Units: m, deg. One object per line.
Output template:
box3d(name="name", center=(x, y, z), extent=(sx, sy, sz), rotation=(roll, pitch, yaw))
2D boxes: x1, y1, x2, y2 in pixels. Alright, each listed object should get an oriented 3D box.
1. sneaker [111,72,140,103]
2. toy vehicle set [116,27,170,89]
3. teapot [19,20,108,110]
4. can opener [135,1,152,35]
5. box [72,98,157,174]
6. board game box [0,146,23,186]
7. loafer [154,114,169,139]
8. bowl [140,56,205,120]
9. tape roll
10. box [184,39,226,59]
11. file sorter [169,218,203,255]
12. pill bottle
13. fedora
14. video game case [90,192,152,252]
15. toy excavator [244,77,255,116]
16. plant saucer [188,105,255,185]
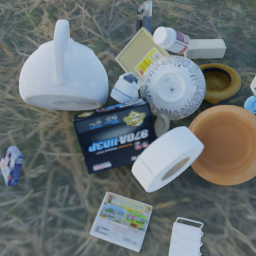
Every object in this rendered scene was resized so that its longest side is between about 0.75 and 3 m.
box3d(name="sneaker", center=(0.069, -1.262, 8.662), extent=(0.843, 0.817, 2.308), rotation=(33, 13, -5))
box3d(name="toy vehicle set", center=(0.741, -2.086, 9.518), extent=(1.471, 0.314, 2.368), rotation=(-44, 68, 21))
box3d(name="teapot", center=(-1.843, -1.704, 8.289), extent=(2.781, 2.745, 2.031), rotation=(-3, 83, 38))
box3d(name="can opener", center=(0.737, -4.169, 11.531), extent=(0.645, 0.809, 2.418), rotation=(-12, 63, 35))
box3d(name="box", center=(-0.301, 0.227, 7.701), extent=(2.078, 1.652, 0.478), rotation=(-14, 19, -3))
box3d(name="board game box", center=(-3.175, 0.957, 7.531), extent=(0.268, 0.867, 0.867), rotation=(6, 17, -43))
box3d(name="loafer", center=(0.888, 0.106, 8.164), extent=(0.399, 1.053, 0.360), rotation=(29, 28, 34))
box3d(name="bowl", center=(1.336, -1.225, 8.560), extent=(2.066, 0.970, 2.066), rotation=(1, 97, 10))
box3d(name="tape roll", center=(1.010, 0.823, 7.159), extent=(1.860, 1.860, 0.651), rotation=(-30, 66, -20))
box3d(name="box", center=(2.942, -3.058, 10.872), extent=(1.484, 0.508, 0.610), rotation=(-1, 53, 0))
box3d(name="file sorter", center=(1.386, 2.710, 6.620), extent=(0.682, 0.612, 0.984), rotation=(12, 54, 8))
box3d(name="pill bottle", center=(1.319, -2.652, 8.471), extent=(1.115, 0.611, 0.611), rotation=(3, 44, -43))
box3d(name="fedora", center=(2.892, -1.426, 9.504), extent=(1.815, 0.740, 1.815), rotation=(-5, 48, 5))
box3d(name="video game case", center=(-0.153, 2.361, 7.166), extent=(1.291, 0.148, 1.175), rotation=(15, 55, 12))
box3d(name="toy excavator", center=(3.839, -0.885, 8.291), extent=(1.319, 0.678, 1.357), rotation=(-35, 84, 17))
box3d(name="plant saucer", center=(2.625, 0.437, 7.651), extent=(2.228, 0.417, 2.228), rotation=(-4, 80, 23))
